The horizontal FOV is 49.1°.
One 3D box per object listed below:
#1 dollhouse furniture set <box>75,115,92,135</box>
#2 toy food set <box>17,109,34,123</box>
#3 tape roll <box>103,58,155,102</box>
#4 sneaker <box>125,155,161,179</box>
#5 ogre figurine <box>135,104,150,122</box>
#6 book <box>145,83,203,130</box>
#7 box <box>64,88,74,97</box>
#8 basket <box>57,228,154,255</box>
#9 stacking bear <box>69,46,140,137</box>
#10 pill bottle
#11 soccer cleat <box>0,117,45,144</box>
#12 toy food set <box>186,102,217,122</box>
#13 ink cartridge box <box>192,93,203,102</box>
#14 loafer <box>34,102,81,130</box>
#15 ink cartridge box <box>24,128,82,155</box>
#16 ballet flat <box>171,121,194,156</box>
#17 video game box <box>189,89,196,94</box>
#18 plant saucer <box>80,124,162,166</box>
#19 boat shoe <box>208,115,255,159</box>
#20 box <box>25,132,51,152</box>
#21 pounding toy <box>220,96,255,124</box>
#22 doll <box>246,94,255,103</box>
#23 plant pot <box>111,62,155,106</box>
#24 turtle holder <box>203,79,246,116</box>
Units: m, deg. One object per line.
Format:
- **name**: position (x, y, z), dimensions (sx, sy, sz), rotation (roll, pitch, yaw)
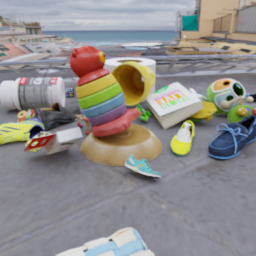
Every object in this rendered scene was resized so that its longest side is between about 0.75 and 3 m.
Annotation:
- **dollhouse furniture set**: position (-1.640, -0.165, 11.047), dimensions (0.457, 0.604, 1.123), rotation (-14, 20, -31)
- **toy food set**: position (-4.294, -0.455, 11.733), dimensions (0.851, 0.209, 0.860), rotation (-20, 41, 13)
- **tape roll**: position (0.062, -2.678, 15.364), dimensions (2.842, 1.951, 2.842), rotation (0, 23, 0)
- **sneaker**: position (0.418, 1.098, 7.833), dimensions (1.137, 0.453, 0.441), rotation (22, -11, 29)
- **ogre figurine**: position (0.590, -0.584, 11.878), dimensions (0.608, 0.497, 1.014), rotation (33, 8, -16)
- **book**: position (1.881, -1.100, 12.230), dimensions (1.797, 0.646, 2.689), rotation (-24, 27, -1)
- **box**: position (-3.651, -2.000, 15.886), dimensions (1.176, 0.292, 1.167), rotation (-2, 22, -9)
- **basket**: position (-0.232, 2.633, 2.692), dimensions (2.433, 1.919, 2.760), rotation (-9, 50, -19)
- **stacking bear**: position (-0.959, -1.277, 9.026), dimensions (1.590, 2.796, 1.698), rotation (-16, 15, 25)
- **pill bottle**: position (-4.423, -1.568, 13.152), dimensions (2.694, 1.534, 1.534), rotation (-1, 22, -5)
- **soccer cleat**: position (-3.977, 0.217, 10.022), dimensions (2.033, 0.657, 0.850), rotation (-24, 58, -34)
- **toy food set**: position (2.905, -0.612, 11.850), dimensions (1.048, 0.582, 1.781), rotation (-43, 36, -25)
- **ink cartridge box**: position (2.983, -1.083, 12.884), dimensions (0.630, 0.863, 0.633), rotation (-15, 27, -33)
- **loafer**: position (-2.871, -0.637, 11.729), dimensions (0.888, 0.882, 2.439), rotation (12, 23, 27)
- **ink cartridge box**: position (-2.323, 0.501, 8.554), dimensions (1.404, 0.352, 1.618), rotation (-16, -9, -32)
- **ballet flat**: position (1.948, 0.267, 9.778), dimensions (0.669, 0.671, 2.002), rotation (16, 26, 15)
- **video game box**: position (3.091, -1.409, 13.689), dimensions (0.200, 0.854, 0.778), rotation (6, 21, -2)
- **plant saucer**: position (-0.227, 0.412, 9.694), dimensions (2.831, 0.501, 2.831), rotation (0, 22, 0)
- **boat shoe**: position (3.563, 0.195, 9.603), dimensions (1.127, 0.919, 2.679), rotation (19, 32, 37)
- **box**: position (-3.139, 0.473, 9.852), dimensions (0.406, 0.270, 1.079), rotation (5, 23, 11)
- **pounding toy**: position (4.501, -0.641, 10.845), dimensions (1.272, 0.764, 1.647), rotation (-22, 63, -14)
- **doll**: position (6.842, -1.619, 14.851), dimensions (1.575, 0.382, 1.074), rotation (-15, 27, -32)
- **plant pot**: position (0.365, -2.131, 12.900), dimensions (1.898, 1.898, 1.785), rotation (12, 24, 27)
- **turtle holder**: position (4.436, -1.248, 12.351), dimensions (1.472, 1.938, 1.376), rotation (-23, -3, -30)
